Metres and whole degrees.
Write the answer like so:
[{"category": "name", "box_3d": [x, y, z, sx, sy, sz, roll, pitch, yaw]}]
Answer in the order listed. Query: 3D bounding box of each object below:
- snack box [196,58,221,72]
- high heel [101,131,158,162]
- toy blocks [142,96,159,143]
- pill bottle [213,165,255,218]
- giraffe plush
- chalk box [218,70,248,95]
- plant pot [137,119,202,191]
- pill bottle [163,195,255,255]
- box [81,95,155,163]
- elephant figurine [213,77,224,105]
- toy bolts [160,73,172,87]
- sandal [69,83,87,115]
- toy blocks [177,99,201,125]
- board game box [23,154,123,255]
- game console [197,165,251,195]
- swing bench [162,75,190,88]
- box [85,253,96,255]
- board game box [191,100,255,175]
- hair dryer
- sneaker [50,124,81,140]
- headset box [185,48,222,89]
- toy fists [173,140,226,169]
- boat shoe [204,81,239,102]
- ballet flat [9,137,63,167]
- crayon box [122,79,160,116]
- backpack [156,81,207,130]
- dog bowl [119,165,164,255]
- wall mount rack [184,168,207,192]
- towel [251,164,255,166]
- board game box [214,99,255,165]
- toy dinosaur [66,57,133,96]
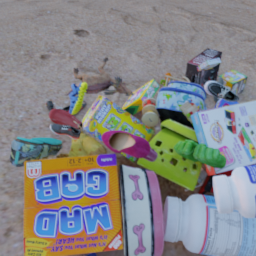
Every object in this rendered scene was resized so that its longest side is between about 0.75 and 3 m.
[{"category": "snack box", "box_3d": [3.371, -2.634, 11.698, 0.869, 0.618, 0.230, -19, 82, -34]}, {"category": "high heel", "box_3d": [-0.174, 0.276, 6.719, 1.861, 0.895, 0.627, 14, 73, 42]}, {"category": "toy blocks", "box_3d": [0.857, -0.409, 11.560, 0.655, 1.504, 1.804, 5, 32, 1]}, {"category": "pill bottle", "box_3d": [3.078, 1.429, 6.415, 2.091, 1.172, 1.172, -8, 39, 11]}, {"category": "giraffe plush", "box_3d": [-1.754, 1.265, 9.961, 2.378, 2.052, 1.928, 45, 78, -6]}, {"category": "chalk box", "box_3d": [5.493, -2.342, 14.703, 1.599, 0.995, 0.990, -26, 47, -28]}, {"category": "plant pot", "box_3d": [1.618, 0.861, 9.506, 1.975, 1.984, 1.801, 26, 87, 11]}, {"category": "pill bottle", "box_3d": [2.542, 2.817, 8.038, 3.000, 1.631, 1.631, 8, 41, 4]}, {"category": "box", "box_3d": [-0.468, -0.048, 10.130, 2.067, 1.309, 2.146, 34, 1, -15]}, {"category": "elephant figurine", "box_3d": [3.981, -0.519, 11.226, 1.646, 1.805, 2.327, 19, 72, 28]}, {"category": "toy bolts", "box_3d": [2.379, -2.374, 14.865, 0.747, 1.029, 1.077, -16, 61, -28]}, {"category": "sandal", "box_3d": [-1.791, -1.029, 9.528, 0.511, 1.173, 0.466, 19, 1, 10]}, {"category": "toy blocks", "box_3d": [2.084, -0.582, 9.014, 0.593, 0.434, 0.868, -38, 84, 3]}, {"category": "board game box", "box_3d": [-1.412, 2.096, 7.818, 2.304, 2.306, 2.304, -4, 77, -5]}, {"category": "game console", "box_3d": [3.050, 1.695, 8.998, 0.911, 1.322, 1.535, 31, 56, 12]}, {"category": "swing bench", "box_3d": [2.067, -1.528, 11.640, 1.144, 1.138, 0.742, 6, 58, 16]}, {"category": "box", "box_3d": [-1.060, 4.332, 7.425, 1.082, 0.289, 1.785, -16, 45, -19]}, {"category": "board game box", "box_3d": [3.376, 0.228, 8.514, 2.500, 0.504, 1.913, -11, 79, -11]}, {"category": "hair dryer", "box_3d": [-2.741, -0.790, 13.113, 1.969, 0.702, 2.586, -14, 43, -17]}, {"category": "sneaker", "box_3d": [-1.995, 0.027, 9.059, 1.025, 0.420, 0.395, 18, 47, -19]}, {"category": "headset box", "box_3d": [3.835, -2.835, 14.636, 0.911, 1.806, 2.430, 27, 46, 31]}, {"category": "toy fists", "box_3d": [1.936, 0.684, 7.733, 0.769, 0.519, 1.510, 24, -5, -38]}, {"category": "boat shoe", "box_3d": [2.989, -1.112, 8.891, 1.253, 0.463, 0.428, 26, 6, -24]}, {"category": "ballet flat", "box_3d": [-2.958, 0.797, 9.065, 1.066, 1.066, 2.872, 8, -2, 9]}, {"category": "crayon box", "box_3d": [0.537, -1.333, 13.169, 1.568, 0.530, 1.817, -28, 21, 42]}, {"category": "backpack", "box_3d": [1.966, -0.884, 10.326, 1.861, 2.034, 1.494, 12, 83, 19]}, {"category": "dog bowl", "box_3d": [0.307, 2.363, 7.757, 1.003, 2.721, 2.721, -3, 41, -4]}, {"category": "wall mount rack", "box_3d": [2.390, 1.722, 10.340, 1.254, 0.538, 1.443, -39, 47, -1]}, {"category": "towel", "box_3d": [4.962, 1.549, 9.939, 2.204, 1.139, 2.662, -13, 42, -10]}, {"category": "board game box", "box_3d": [3.956, 0.064, 9.715, 2.317, 0.519, 1.558, 35, 55, 3]}, {"category": "toy dinosaur", "box_3d": [-1.110, -1.564, 10.148, 2.346, 1.007, 1.590, -19, 51, -12]}]
